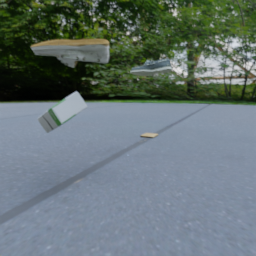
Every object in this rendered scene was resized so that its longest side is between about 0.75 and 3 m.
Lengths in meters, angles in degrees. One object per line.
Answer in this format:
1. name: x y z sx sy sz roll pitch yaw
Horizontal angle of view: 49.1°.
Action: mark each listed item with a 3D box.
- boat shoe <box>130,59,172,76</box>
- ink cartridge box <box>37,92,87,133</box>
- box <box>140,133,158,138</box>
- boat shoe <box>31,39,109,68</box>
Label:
1. boat shoe: 1.264 -3.404 15.678 2.309 0.713 0.841 -4 -8 12
2. ink cartridge box: -1.929 -0.421 8.085 0.965 0.557 1.321 -40 12 -35
3. box: 1.215 0.443 16.065 0.779 0.101 0.953 4 9 24
4. boat shoe: -2.093 -2.654 10.178 2.827 0.980 1.001 2 29 5
